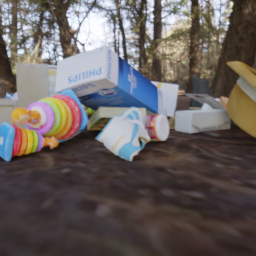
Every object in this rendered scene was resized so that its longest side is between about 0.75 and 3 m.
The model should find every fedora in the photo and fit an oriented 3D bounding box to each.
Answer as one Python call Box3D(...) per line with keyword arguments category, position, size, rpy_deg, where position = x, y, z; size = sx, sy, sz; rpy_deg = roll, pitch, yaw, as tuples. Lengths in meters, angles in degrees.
Box3D(category="fedora", position=(2.979, -0.386, 6.118), size=(2.628, 1.072, 2.628), rpy_deg=(27, 27, -15))

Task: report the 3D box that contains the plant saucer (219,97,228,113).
Box3D(category="plant saucer", position=(3.364, -0.486, 8.781), size=(0.210, 1.303, 1.303), rpy_deg=(-42, -11, 24))

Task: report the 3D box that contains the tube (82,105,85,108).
Box3D(category="tube", position=(-2.980, -0.725, 12.501), size=(2.562, 0.743, 0.665), rpy_deg=(-8, 28, -44))

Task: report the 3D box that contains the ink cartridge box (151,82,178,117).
Box3D(category="ink cartridge box", position=(1.160, -1.421, 13.315), size=(2.057, 1.488, 1.514), rpy_deg=(7, 7, -3))

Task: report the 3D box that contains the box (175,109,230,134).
Box3D(category="box", position=(2.334, -0.233, 8.685), size=(1.798, 0.615, 0.739), rpy_deg=(-5, 10, -32))

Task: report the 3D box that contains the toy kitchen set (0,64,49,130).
Box3D(category="toy kitchen set", position=(-3.066, -0.930, 8.826), size=(2.395, 1.954, 2.161), rpy_deg=(-2, 8, -16))

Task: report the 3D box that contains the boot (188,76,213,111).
Box3D(category="boot", position=(4.297, -1.712, 14.792), size=(1.087, 1.941, 2.807), rpy_deg=(7, 10, 44))

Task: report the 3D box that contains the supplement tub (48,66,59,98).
Box3D(category="supplement tub", position=(-2.681, -1.151, 9.942), size=(1.402, 1.402, 1.928), rpy_deg=(-2, 45, -13))

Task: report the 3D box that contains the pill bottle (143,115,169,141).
Box3D(category="pill bottle", position=(0.355, 0.018, 6.648), size=(1.107, 0.606, 0.606), rpy_deg=(-3, 5, 32))

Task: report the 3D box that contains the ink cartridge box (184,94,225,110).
Box3D(category="ink cartridge box", position=(3.836, -1.087, 11.674), size=(2.457, 0.701, 1.997), rpy_deg=(30, -1, -18))

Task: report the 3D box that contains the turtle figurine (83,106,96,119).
Box3D(category="turtle figurine", position=(-1.384, -0.889, 11.370), size=(2.655, 0.855, 2.141), rpy_deg=(-47, 20, -22))

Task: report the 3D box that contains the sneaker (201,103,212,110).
Box3D(category="sneaker", position=(3.291, -0.619, 11.290), size=(0.543, 0.515, 1.348), rpy_deg=(31, 7, 29))

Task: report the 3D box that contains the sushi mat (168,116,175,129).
Box3D(category="sushi mat", position=(1.675, -0.184, 8.914), size=(1.191, 0.570, 0.072), rpy_deg=(-5, 51, -34))

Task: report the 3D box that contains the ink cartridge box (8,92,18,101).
Box3D(category="ink cartridge box", position=(-4.428, -1.039, 12.077), size=(0.997, 0.980, 1.354), rpy_deg=(-34, 7, 2))

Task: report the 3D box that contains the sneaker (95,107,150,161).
Box3D(category="sneaker", position=(0.021, 0.118, 5.479), size=(0.762, 0.722, 1.886), rpy_deg=(41, 20, 3))

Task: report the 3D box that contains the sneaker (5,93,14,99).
Box3D(category="sneaker", position=(-5.368, -0.953, 13.721), size=(2.292, 0.943, 0.847), rpy_deg=(32, 10, 40))

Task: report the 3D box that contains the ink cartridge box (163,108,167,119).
Box3D(category="ink cartridge box", position=(0.851, -0.438, 10.178), size=(1.105, 0.574, 0.328), rpy_deg=(1, -6, 6))

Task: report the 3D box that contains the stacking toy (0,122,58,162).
Box3D(category="stacking toy", position=(-1.832, 0.258, 5.292), size=(1.097, 0.637, 0.602), rpy_deg=(4, 11, -41))

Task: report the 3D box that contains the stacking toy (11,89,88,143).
Box3D(category="stacking toy", position=(-1.704, -0.222, 5.731), size=(1.091, 1.031, 1.879), rpy_deg=(-29, -6, 13))

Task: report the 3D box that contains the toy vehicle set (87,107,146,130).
Box3D(category="toy vehicle set", position=(-0.391, -0.215, 7.698), size=(1.183, 0.252, 1.904), rpy_deg=(0, -10, -17))

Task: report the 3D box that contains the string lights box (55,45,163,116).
Box3D(category="string lights box", position=(-0.346, -0.977, 7.620), size=(1.530, 0.878, 2.978), rpy_deg=(-9, -19, 30))
